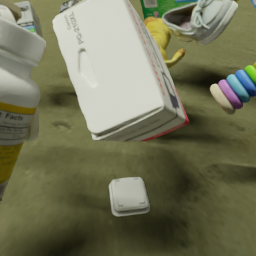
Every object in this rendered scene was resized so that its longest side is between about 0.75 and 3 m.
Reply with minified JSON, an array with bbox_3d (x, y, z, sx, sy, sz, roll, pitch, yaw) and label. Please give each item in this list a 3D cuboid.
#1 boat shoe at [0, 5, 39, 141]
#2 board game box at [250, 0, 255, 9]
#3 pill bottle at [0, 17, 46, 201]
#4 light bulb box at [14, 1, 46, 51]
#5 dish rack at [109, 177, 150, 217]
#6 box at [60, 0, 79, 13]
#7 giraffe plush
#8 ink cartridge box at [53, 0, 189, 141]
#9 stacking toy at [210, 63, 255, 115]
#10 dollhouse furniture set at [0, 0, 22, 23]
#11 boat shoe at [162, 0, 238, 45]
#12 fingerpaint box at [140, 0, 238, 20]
[{"bbox_3d":[-2.279,-0.839,5.070,0.860,2.510,0.904,-23,34,-34],"label":"boat shoe"},{"bbox_3d":[4.155,-3.386,7.364,0.399,1.648,2.179,-13,67,-12],"label":"board game box"},{"bbox_3d":[-2.203,-0.173,3.995,1.545,2.776,1.545,23,5,-2],"label":"pill bottle"},{"bbox_3d":[-3.206,-3.129,8.870,0.740,1.185,1.175,-13,-3,-4],"label":"light bulb box"},{"bbox_3d":[0.014,1.557,6.607,0.883,0.224,1.029,-6,38,-6],"label":"dish rack"},{"bbox_3d":[-1.398,-3.328,8.040,0.849,0.268,1.077,13,8,-31],"label":"box"},{"bbox_3d":[-0.178,-2.272,7.283,2.415,2.270,2.799,-43,38,18],"label":"giraffe plush"},{"bbox_3d":[0.092,-0.850,5.035,1.144,2.713,1.964,-23,80,16],"label":"ink cartridge box"},{"bbox_3d":[2.593,-1.039,5.628,1.772,0.757,0.757,-36,32,23],"label":"stacking toy"},{"bbox_3d":[-3.118,-2.510,5.615,1.614,1.057,0.810,16,46,-51],"label":"dollhouse furniture set"},{"bbox_3d":[1.531,-2.501,6.445,0.787,0.904,2.453,26,8,-20],"label":"boat shoe"},{"bbox_3d":[2.125,-4.414,9.249,2.703,0.992,2.255,19,49,43],"label":"fingerpaint box"}]
